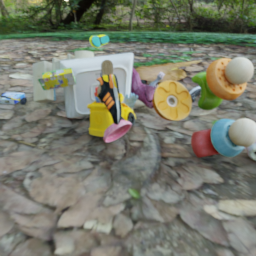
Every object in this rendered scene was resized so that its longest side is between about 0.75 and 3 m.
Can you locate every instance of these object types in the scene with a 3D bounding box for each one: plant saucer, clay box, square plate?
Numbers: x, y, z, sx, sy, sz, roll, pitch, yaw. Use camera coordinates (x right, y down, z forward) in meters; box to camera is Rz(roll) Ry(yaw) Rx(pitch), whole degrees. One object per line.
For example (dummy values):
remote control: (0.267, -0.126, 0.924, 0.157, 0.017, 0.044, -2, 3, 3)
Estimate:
plant saucer: (-0.279, 0.060, 6.615, 0.755, 0.755, 0.191, -21, 69, -39)
clay box: (-2.338, -1.597, 9.227, 1.113, 0.640, 0.265, -11, 60, -4)
square plate: (-1.088, -1.449, 10.473, 2.640, 2.615, 0.375, -11, 48, -15)

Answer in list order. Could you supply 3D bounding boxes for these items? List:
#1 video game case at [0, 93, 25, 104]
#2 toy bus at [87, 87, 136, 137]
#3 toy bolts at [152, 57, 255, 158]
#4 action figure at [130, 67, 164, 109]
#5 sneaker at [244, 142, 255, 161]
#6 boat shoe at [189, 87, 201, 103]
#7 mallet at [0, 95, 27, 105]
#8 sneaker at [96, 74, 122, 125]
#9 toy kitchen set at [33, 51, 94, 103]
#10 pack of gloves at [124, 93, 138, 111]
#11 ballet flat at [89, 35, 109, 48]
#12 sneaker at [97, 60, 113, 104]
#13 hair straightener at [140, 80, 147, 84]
video game case: (-5.651, -1.426, 13.422, 0.961, 0.241, 1.061, 3, 24, 8)
toy bus: (-0.604, -0.685, 9.610, 1.177, 1.665, 1.735, 2, 21, 30)
toy bolts: (2.321, -0.518, 7.737, 2.663, 2.788, 1.934, -10, -10, -22)
action figure: (0.530, -1.530, 12.009, 2.662, 1.783, 1.982, 39, 79, 21)
sneaker: (4.386, 0.757, 7.850, 2.218, 0.902, 0.978, 3, 24, 27)
boat shoe: (2.675, -1.225, 11.938, 1.247, 0.436, 0.413, -37, 52, -1)
mallet: (-5.291, -1.305, 12.775, 1.271, 0.262, 0.419, 9, 25, -23)
sneaker: (-0.415, -0.586, 5.961, 0.483, 1.073, 0.375, -6, 7, 5)
toy kitchen set: (-2.047, -1.787, 10.986, 2.555, 1.505, 2.047, -7, -7, 28)
pack of gloves: (-0.333, -0.731, 10.745, 1.319, 1.570, 0.310, -5, 59, -14)
ballet flat: (-1.186, -3.236, 10.520, 0.447, 0.445, 1.332, -4, 20, 26)
sneaker: (-0.629, -1.215, 8.132, 0.469, 1.337, 0.725, 4, -18, -4)
hair straightener: (0.541, -2.734, 16.351, 0.469, 0.249, 1.218, -21, 31, -38)
